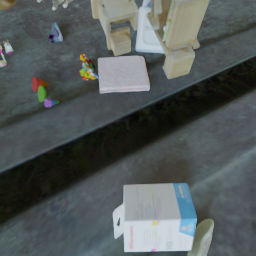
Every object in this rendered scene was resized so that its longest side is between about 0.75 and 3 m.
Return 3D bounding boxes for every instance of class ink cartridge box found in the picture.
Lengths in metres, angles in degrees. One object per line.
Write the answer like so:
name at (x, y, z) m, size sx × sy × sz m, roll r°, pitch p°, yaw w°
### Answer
ink cartridge box at (0.525, 1.976, 6.232) m, size 1.684 × 1.083 × 1.055 m, roll 0°, pitch 34°, yaw -1°

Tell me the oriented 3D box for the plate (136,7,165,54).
plate at (1.258, -3.932, 11.227) m, size 1.805 × 1.802 × 0.292 m, roll 5°, pitch 5°, yaw 4°

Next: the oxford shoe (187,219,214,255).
oxford shoe at (1.688, 2.589, 6.362) m, size 0.342 × 0.446 × 1.185 m, roll 50°, pitch 47°, yaw -12°

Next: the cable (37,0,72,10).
cable at (-1.554, -4.133, 7.145) m, size 1.196 × 0.620 × 2.462 m, roll 20°, pitch 72°, yaw 17°

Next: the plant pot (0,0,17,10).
plant pot at (-2.829, -3.504, 6.344) m, size 0.210 × 1.526 × 1.526 m, roll 6°, pitch 49°, yaw 8°

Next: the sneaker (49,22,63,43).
sneaker at (-3.220, -4.122, 12.061) m, size 0.538 × 0.458 × 1.230 m, roll -21°, pitch 53°, yaw -11°

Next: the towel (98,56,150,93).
towel at (-0.195, -1.987, 10.308) m, size 1.800 × 0.304 × 1.885 m, roll -4°, pitch 49°, yaw -3°

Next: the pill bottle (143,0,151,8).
pill bottle at (1.403, -4.948, 12.252) m, size 1.207 × 1.207 × 2.219 m, roll -13°, pitch 51°, yaw -11°

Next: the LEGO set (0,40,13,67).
LEGO set at (-5.589, -2.580, 10.675) m, size 2.432 × 0.905 × 1.119 m, roll -21°, pitch 18°, yaw -12°

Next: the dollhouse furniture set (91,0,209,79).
dollhouse furniture set at (0.354, -2.399, 6.739) m, size 2.435 × 2.753 × 1.530 m, roll -17°, pitch 68°, yaw -9°

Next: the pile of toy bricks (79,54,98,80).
pile of toy bricks at (-1.560, -2.130, 10.352) m, size 0.566 × 0.636 × 1.147 m, roll -32°, pitch 63°, yaw 15°

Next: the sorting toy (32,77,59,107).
sorting toy at (-2.810, -1.236, 9.642) m, size 0.529 × 0.533 × 1.537 m, roll -8°, pitch 43°, yaw -38°
